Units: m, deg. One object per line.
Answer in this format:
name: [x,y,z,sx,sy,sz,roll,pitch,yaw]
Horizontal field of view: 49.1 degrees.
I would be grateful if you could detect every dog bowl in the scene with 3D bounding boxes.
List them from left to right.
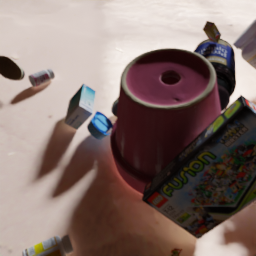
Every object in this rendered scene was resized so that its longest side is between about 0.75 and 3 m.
dog bowl: [-0.823,-0.056,8.041,0.677,0.301,1.214,42,19,-10]

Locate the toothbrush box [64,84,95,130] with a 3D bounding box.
toothbrush box: [-1.462,-0.651,8.567,0.502,0.861,1.176,32,33,-25]

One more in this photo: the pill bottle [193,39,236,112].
pill bottle: [2.768,-1.723,9.308,1.550,1.550,2.772,10,43,11]

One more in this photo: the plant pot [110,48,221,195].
plant pot: [0.910,-0.212,6.495,2.951,2.641,2.951,-5,50,6]

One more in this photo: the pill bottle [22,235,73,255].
pill bottle: [-1.560,2.456,5.505,0.906,0.495,0.495,-18,45,-20]

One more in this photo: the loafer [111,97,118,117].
loafer: [0.189,-1.070,8.780,1.833,0.694,0.626,-33,33,2]

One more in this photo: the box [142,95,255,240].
box: [1.674,0.887,5.265,1.525,2.771,0.481,35,30,-7]

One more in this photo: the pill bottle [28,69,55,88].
pill bottle: [-3.152,-1.845,10.238,0.848,0.480,0.480,-31,51,-30]

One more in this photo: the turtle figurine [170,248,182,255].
turtle figurine: [0.839,2.525,5.172,0.260,0.807,0.651,3,61,15]

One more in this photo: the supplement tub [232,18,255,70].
supplement tub: [5.036,-2.598,9.406,2.540,1.847,1.847,42,52,2]

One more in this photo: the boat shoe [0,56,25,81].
boat shoe: [-4.410,-2.224,10.111,2.038,0.733,0.661,23,10,22]

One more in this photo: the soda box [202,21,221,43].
soda box: [2.708,-3.077,9.029,0.291,0.308,0.910,29,7,33]
